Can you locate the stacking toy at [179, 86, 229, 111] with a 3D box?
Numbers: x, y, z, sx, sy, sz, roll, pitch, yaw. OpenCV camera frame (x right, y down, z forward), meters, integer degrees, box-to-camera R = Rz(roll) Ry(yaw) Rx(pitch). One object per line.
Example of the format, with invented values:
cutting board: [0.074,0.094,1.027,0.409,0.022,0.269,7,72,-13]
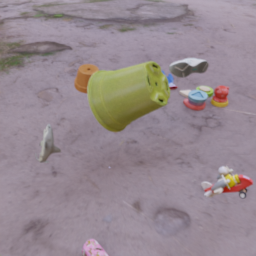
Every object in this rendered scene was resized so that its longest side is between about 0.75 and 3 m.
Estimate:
stacking toy: [3.984,-1.918,14.855,2.306,0.974,2.087,-10,38,-14]

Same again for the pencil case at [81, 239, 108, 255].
pencil case: [-0.769,3.665,7.709,0.539,0.516,1.246,-30,47,-30]

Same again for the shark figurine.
shark figurine: [-2.462,0.761,8.755,0.650,1.557,0.930,8,37,-25]

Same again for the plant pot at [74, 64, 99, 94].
plant pot: [-1.684,-2.141,11.904,1.214,0.849,1.214,5,41,-4]

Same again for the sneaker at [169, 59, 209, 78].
sneaker: [2.181,-2.296,10.564,1.730,0.608,0.693,-11,33,-28]

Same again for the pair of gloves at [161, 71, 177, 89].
pair of gloves: [1.452,-2.752,16.545,2.780,0.317,2.235,-9,37,-14]

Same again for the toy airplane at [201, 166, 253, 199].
toy airplane: [2.634,1.510,7.815,1.220,0.865,1.226,-13,4,-17]

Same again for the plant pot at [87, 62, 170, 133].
plant pot: [0.173,-1.206,9.673,2.149,2.337,2.337,-16,25,35]
